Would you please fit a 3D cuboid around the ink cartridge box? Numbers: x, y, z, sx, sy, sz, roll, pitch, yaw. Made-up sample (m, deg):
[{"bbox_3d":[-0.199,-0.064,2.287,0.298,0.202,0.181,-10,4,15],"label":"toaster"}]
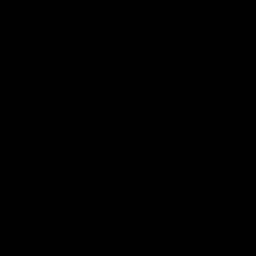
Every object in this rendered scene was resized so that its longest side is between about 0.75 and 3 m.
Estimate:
[{"bbox_3d":[0.260,0.616,0.944,0.952,1.675,2.299,8,14,17],"label":"ink cartridge box"}]
